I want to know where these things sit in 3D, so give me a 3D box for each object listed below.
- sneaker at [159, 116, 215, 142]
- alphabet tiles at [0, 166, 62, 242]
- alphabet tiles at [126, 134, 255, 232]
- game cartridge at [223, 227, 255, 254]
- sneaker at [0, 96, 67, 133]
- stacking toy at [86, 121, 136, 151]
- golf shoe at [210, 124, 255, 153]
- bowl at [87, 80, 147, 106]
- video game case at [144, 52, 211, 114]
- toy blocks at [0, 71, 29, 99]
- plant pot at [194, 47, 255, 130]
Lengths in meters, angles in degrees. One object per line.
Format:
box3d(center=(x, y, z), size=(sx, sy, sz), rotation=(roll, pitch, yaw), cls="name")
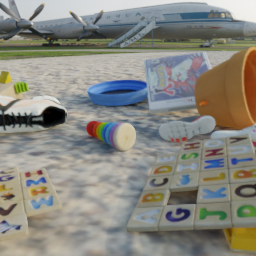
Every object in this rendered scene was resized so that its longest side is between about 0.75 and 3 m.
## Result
box3d(center=(1.533, -0.015, 7.522), size=(1.493, 0.575, 0.611), rotation=(-8, 16, -5), cls="sneaker")
box3d(center=(-2.417, 1.119, 4.322), size=(2.446, 0.093, 2.940), rotation=(-8, 11, -22), cls="alphabet tiles")
box3d(center=(1.511, 0.772, 4.924), size=(2.451, 0.111, 2.932), rotation=(-11, 17, 21), cls="alphabet tiles")
box3d(center=(2.638, 1.152, 4.500), size=(2.443, 0.396, 2.153), rotation=(-1, 19, 5), cls="game cartridge")
box3d(center=(-3.094, -0.369, 7.942), size=(2.913, 1.074, 1.165), rotation=(-15, 26, -35), cls="sneaker")
box3d(center=(-0.560, 0.127, 7.312), size=(0.681, 0.681, 1.594), rotation=(-16, 18, -39), cls="stacking toy")
box3d(center=(2.921, 0.219, 6.477), size=(1.965, 0.905, 0.713), rotation=(9, 22, 27), cls="golf shoe")
box3d(center=(-0.402, -1.496, 11.753), size=(2.573, 0.505, 2.573), rotation=(-4, 22, 1), cls="bowl")
box3d(center=(1.909, -1.740, 10.399), size=(2.457, 0.310, 2.696), rotation=(-7, 52, 5), cls="video game case")
box3d(center=(-5.329, -1.137, 10.163), size=(2.739, 1.369, 1.872), rotation=(8, 32, 16), cls="toy blocks")
box3d(center=(3.073, -0.974, 8.234), size=(1.642, 2.346, 2.346), rotation=(-7, 9, 45), cls="plant pot")
